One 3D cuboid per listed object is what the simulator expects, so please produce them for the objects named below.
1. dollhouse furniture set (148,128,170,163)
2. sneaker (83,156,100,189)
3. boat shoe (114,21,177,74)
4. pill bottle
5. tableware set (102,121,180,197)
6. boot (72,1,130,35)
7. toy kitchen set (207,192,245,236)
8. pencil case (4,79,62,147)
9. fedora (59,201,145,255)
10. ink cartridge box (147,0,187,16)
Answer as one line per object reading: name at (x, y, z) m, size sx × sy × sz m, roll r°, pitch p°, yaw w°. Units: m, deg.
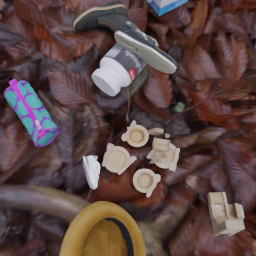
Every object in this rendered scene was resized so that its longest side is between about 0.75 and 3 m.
dollhouse furniture set at (0.925, 0.576, 8.568) m, size 0.532 × 0.454 × 1.026 m, roll 10°, pitch 76°, yaw -23°
sneaker at (-0.993, 1.235, 8.064) m, size 0.458 × 0.434 × 1.137 m, roll -4°, pitch 47°, yaw -19°
boat shoe at (0.611, -2.377, 8.208) m, size 2.093 × 0.752 × 0.708 m, roll 37°, pitch 73°, yaw 9°
pill bottle at (-0.159, -2.079, 9.044) m, size 1.182 × 1.182 × 2.041 m, roll 36°, pitch 75°, yaw 11°
tableware set at (0.397, 0.885, 8.492) m, size 2.141 × 0.248 × 1.788 m, roll 33°, pitch 74°, yaw 9°
boot at (-0.792, -3.536, 9.819) m, size 2.021 × 0.783 × 1.398 m, roll -26°, pitch 78°, yaw -8°
toy kitchen set at (2.828, 2.231, 7.572) m, size 0.942 × 1.041 × 1.154 m, roll 0°, pitch 60°, yaw -3°
pencil case at (-2.953, -0.469, 8.608) m, size 0.885 × 0.961 × 2.080 m, roll -35°, pitch 74°, yaw -12°
fedora at (-0.773, 3.261, 6.969) m, size 2.732 × 1.114 × 2.732 m, roll 17°, pitch 63°, yaw -38°
ink cartridge box at (1.366, -5.294, 9.808) m, size 1.334 × 1.845 × 1.358 m, roll -28°, pitch 73°, yaw -9°
